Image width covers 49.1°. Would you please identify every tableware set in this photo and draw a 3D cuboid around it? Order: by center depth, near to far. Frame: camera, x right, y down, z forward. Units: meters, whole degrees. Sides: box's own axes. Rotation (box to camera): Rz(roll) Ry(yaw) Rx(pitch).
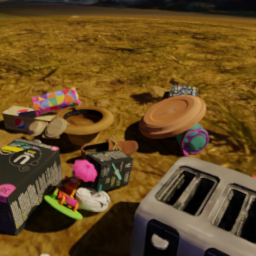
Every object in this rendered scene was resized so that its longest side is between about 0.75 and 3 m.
[{"bbox_3d":[-3.281,0.470,10.265,1.901,0.264,2.276,7,57,31],"label":"tableware set"}]

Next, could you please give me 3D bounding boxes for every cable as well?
[{"bbox_3d":[-1.026,2.033,8.024,0.980,0.339,0.981,10,9,-6],"label":"cable"}]

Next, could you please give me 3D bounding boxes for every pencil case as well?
[{"bbox_3d":[2.104,-0.036,11.225,1.195,1.100,2.586,-44,32,8],"label":"pencil case"},{"bbox_3d":[-2.963,-1.061,11.604,1.938,0.856,0.856,-13,31,-9],"label":"pencil case"}]

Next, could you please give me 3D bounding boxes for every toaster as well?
[{"bbox_3d":[1.902,2.252,6.392,2.700,1.772,2.986,19,34,29],"label":"toaster"}]

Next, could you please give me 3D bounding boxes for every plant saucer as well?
[{"bbox_3d":[1.672,-0.555,11.125,2.733,0.441,2.733,-22,25,11],"label":"plant saucer"}]

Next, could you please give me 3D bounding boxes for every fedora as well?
[{"bbox_3d":[-1.786,-0.023,11.240,2.625,1.071,2.625,-2,25,1],"label":"fedora"}]

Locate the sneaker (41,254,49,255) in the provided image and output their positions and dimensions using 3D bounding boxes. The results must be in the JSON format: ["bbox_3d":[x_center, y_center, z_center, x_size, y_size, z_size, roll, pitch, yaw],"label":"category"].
[{"bbox_3d":[-1.669,3.474,5.152,0.967,0.872,2.360,10,35,8],"label":"sneaker"}]

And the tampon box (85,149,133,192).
[{"bbox_3d":[-0.614,1.288,8.657,1.264,0.947,0.798,-4,22,-43],"label":"tampon box"}]

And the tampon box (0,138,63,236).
[{"bbox_3d":[-3.206,1.551,8.031,1.681,1.416,2.242,10,31,18],"label":"tampon box"}]

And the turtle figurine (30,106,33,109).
[{"bbox_3d":[-4.304,-0.863,13.470,0.941,0.376,1.167,19,34,30],"label":"turtle figurine"}]

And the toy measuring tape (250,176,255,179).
[{"bbox_3d":[3.518,1.790,7.107,1.100,1.100,2.989,1,-8,2],"label":"toy measuring tape"}]

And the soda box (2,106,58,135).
[{"bbox_3d":[-4.092,-0.298,12.033,2.445,0.783,0.828,9,30,17],"label":"soda box"}]

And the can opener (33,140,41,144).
[{"bbox_3d":[-3.456,0.983,9.923,0.330,0.413,1.236,11,62,24],"label":"can opener"}]

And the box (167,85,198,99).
[{"bbox_3d":[2.960,-1.773,15.063,1.457,0.422,1.833,7,30,13],"label":"box"}]

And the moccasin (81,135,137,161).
[{"bbox_3d":[-0.668,0.731,9.997,2.031,0.784,0.743,-2,54,-4],"label":"moccasin"}]

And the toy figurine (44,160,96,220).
[{"bbox_3d":[-1.464,1.542,7.706,1.144,1.403,1.524,35,-12,-22],"label":"toy figurine"}]
